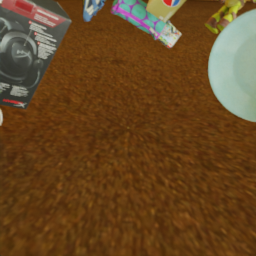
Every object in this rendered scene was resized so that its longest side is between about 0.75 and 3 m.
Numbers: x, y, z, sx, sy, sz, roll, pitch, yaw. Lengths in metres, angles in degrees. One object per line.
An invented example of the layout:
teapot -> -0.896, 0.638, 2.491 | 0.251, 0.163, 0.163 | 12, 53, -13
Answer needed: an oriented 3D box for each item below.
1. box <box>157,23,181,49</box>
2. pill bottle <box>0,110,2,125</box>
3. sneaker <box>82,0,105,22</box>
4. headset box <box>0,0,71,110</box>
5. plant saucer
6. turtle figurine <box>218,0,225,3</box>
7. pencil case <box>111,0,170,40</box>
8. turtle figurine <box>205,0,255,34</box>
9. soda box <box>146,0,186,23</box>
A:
box -> 1.185, -3.274, 9.464 | 1.191, 0.655, 0.207 | 28, 15, -34
pill bottle -> -4.224, 0.209, 6.738 | 1.448, 1.448, 2.503 | 1, 34, 2
sneaker -> -1.203, -4.383, 9.851 | 0.766, 1.863, 0.689 | 1, 75, -17
headset box -> -2.812, -1.971, 6.152 | 2.149, 2.887, 1.115 | 9, 35, -44
plant saucer -> 2.698, -1.196, 5.505 | 2.191, 2.191, 0.422 | 24, 30, 32
turtle figurine -> 2.066, -3.430, 6.530 | 2.070, 0.827, 2.567 | 1, 44, -18
pencil case -> 0.270, -2.616, 6.527 | 1.340, 0.570, 0.619 | 23, 52, -22
turtle figurine -> 2.851, -3.225, 7.295 | 1.602, 0.640, 1.986 | -54, 48, 3
soda box -> 1.027, -2.823, 5.368 | 0.524, 1.637, 0.555 | 28, 60, -18
